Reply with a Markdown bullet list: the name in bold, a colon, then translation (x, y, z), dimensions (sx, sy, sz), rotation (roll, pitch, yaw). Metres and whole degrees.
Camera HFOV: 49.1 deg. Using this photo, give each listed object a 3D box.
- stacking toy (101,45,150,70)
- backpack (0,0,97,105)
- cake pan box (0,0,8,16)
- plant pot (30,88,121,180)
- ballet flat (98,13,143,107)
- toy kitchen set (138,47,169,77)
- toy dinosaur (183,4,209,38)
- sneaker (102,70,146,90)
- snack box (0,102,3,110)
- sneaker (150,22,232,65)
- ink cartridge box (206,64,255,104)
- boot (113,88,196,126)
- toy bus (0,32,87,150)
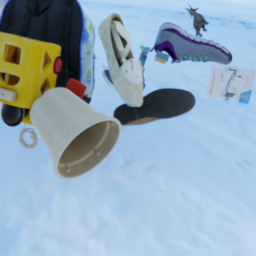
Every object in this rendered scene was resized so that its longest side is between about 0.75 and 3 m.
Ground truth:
- **stacking toy**: translation (-0.146, -2.550, 10.346), dimensions (0.436, 1.400, 1.857), rotation (31, 4, -40)
- **backpack**: translation (-2.221, -2.067, 7.891), dimensions (2.733, 2.987, 2.195), rotation (7, 3, 9)
- **cake pan box**: translation (-4.203, -3.911, 9.505), dimensions (1.743, 1.893, 0.495), rotation (19, 61, 33)
- **plant pot**: translation (-1.097, -0.003, 5.252), dimensions (1.444, 1.444, 1.322), rotation (-27, 58, -36)
- **ballet flat**: translation (-0.114, -1.589, 6.442), dimensions (0.767, 2.274, 0.709), rotation (-16, -10, -40)
- **toy kitchen set**: translation (0.606, -1.590, 7.195), dimensions (0.738, 0.921, 0.543), rotation (19, -11, -7)
- **toy dinosaur**: translation (2.629, -3.882, 10.431), dimensions (0.602, 1.564, 0.800), rotation (-22, 58, 15)
- **sneaker**: translation (-0.059, -1.515, 8.617), dimensions (0.994, 1.375, 0.523), rotation (-30, 40, 27)
- **snack box**: translation (-3.338, -0.835, 6.631), dimensions (0.424, 1.179, 0.143), rotation (-54, 39, 2)
- **sneaker**: translation (2.055, -2.423, 9.271), dimensions (2.605, 1.140, 0.969), rotation (25, -3, 6)
- **ink cartridge box**: translation (4.331, -1.877, 11.876), dimensions (1.772, 1.298, 0.761), rotation (12, 34, 18)
- **boot**: translation (0.687, -0.458, 6.926), dimensions (2.031, 0.748, 0.766), rotation (-12, -14, 22)
- **toy bus**: translation (-2.131, -0.771, 5.533), dimensions (2.082, 2.207, 1.140), rotation (-31, 5, 15)
